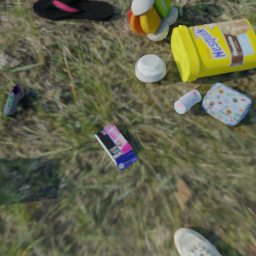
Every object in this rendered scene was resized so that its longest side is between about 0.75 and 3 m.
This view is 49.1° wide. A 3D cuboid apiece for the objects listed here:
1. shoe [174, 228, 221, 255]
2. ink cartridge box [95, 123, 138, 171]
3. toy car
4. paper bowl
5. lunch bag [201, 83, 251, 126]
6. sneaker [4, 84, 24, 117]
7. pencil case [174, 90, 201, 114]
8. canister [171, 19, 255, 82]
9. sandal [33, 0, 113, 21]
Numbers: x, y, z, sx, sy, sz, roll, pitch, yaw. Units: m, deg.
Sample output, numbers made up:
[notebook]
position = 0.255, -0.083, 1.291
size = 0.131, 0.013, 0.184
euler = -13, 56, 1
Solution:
[shoe]
position = 2.053, 3.365, 6.782
size = 0.805, 0.615, 2.303
euler = -40, 73, -15
[ink cartridge box]
position = -0.339, 0.541, 8.205
size = 0.629, 0.246, 1.328
euler = -34, 73, -13
[toy car]
position = 0.715, -3.974, 9.602
size = 1.376, 1.606, 1.836
euler = 10, 62, 44
[paper bowl]
position = 0.715, -1.964, 8.977
size = 0.977, 0.508, 0.977
euler = -4, 50, 5
[lunch bag]
position = 3.037, -0.739, 8.598
size = 1.337, 0.505, 1.071
euler = 34, 69, 14
[sneaker]
position = -3.624, -0.872, 8.673
size = 0.381, 0.448, 1.023
euler = 14, 67, 6
[pencil case]
position = 1.824, -0.794, 8.532
size = 0.952, 0.396, 0.432
euler = -34, 75, -34
[canister]
position = 2.818, -2.565, 9.088
size = 2.415, 1.045, 1.794
euler = -11, 67, -6
[sandal]
position = -1.997, -4.451, 10.078
size = 2.884, 0.650, 1.083
euler = 3, 67, 1
